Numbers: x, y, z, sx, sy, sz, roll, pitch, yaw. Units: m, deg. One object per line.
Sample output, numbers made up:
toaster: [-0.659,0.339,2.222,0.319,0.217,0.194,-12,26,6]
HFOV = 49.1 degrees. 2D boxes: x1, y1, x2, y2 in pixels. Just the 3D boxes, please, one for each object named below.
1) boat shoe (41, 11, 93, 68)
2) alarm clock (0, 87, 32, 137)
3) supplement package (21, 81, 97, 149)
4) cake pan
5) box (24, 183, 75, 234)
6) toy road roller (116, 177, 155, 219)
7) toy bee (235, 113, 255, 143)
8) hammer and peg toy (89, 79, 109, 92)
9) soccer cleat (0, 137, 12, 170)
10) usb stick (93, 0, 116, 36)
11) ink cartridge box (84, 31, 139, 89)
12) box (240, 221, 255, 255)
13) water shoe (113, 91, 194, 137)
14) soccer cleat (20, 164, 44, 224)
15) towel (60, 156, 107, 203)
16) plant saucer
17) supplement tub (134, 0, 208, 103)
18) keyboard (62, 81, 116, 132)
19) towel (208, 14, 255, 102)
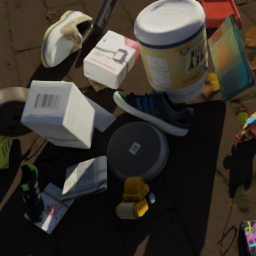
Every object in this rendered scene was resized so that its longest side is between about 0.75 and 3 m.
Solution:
boat shoe: [-2.096,-3.179,9.816,0.947,1.034,2.768,11,57,14]
alarm clock: [-2.888,-0.361,7.737,2.156,1.455,0.718,2,47,-44]
supplement package: [-1.686,-0.270,7.285,1.116,1.909,1.120,4,71,14]
cake pan: [0.196,0.590,7.507,1.738,0.319,1.738,-8,66,18]
box: [-1.969,2.000,7.051,0.789,0.208,1.012,27,63,16]
toy road roller: [0.125,1.638,6.725,0.621,0.738,1.010,-12,12,35]
toy bee: [3.454,0.020,8.029,1.496,0.813,0.979,-15,72,-46]
hammer and peg toy: [-0.840,-1.552,9.235,0.785,0.277,0.578,-25,62,-21]
soccer cleat: [-3.501,0.843,7.721,0.575,0.445,1.375,28,54,-14]
usb stick: [-0.869,-4.376,10.673,0.320,0.544,1.961,11,66,15]
ink cartridge box: [-0.501,-2.174,8.890,1.172,0.683,1.619,26,60,10]
box: [3.135,2.714,6.597,0.708,0.179,0.990,0,56,0]
water shoe: [0.747,-0.675,8.127,2.458,0.879,0.970,29,107,17]
soccer cleat: [-2.300,1.528,6.556,0.476,0.571,1.409,-15,74,1]
towel: [-1.092,1.240,7.071,1.208,0.217,1.255,-17,32,6]
plant saucer: [3.635,-4.668,11.200,1.608,0.295,1.605,-3,58,-1]
supplement tub: [1.325,-2.124,8.063,1.843,2.552,1.843,-10,50,12]
keyboard: [-1.487,-0.720,8.836,2.377,0.127,0.669,34,69,20]
towel: [3.009,-2.030,8.434,0.236,1.592,2.172,-9,79,-12]
